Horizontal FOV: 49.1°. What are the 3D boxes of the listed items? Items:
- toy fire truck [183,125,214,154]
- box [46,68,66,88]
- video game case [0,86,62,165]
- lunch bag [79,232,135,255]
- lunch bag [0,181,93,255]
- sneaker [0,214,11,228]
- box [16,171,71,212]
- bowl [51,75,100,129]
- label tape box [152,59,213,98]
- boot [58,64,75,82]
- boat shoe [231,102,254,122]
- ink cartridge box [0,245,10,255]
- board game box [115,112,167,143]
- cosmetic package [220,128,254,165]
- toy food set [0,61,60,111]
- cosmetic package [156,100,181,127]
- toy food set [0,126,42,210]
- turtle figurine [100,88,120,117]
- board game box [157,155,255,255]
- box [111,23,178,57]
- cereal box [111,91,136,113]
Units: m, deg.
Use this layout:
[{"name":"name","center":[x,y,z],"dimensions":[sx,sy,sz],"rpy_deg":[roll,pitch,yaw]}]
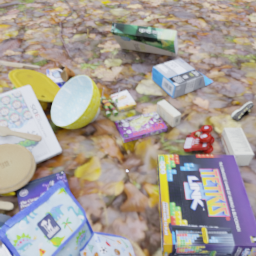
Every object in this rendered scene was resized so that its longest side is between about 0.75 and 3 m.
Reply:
[{"name":"toy fire truck","center":[2.325,0.377,9.217],"dimensions":[0.901,0.602,1.073],"rpy_deg":[-5,34,26]},{"name":"box","center":[-3.114,-2.156,12.139],"dimensions":[0.753,0.262,1.266],"rpy_deg":[-11,42,-13]},{"name":"video game case","center":[-3.799,0.210,8.526],"dimensions":[2.720,0.322,2.476],"rpy_deg":[-25,81,-23]},{"name":"lunch bag","center":[-0.272,2.974,6.060],"dimensions":[1.311,0.812,1.115],"rpy_deg":[23,22,-39]},{"name":"lunch bag","center":[-1.722,2.307,6.081],"dimensions":[1.201,1.884,1.602],"rpy_deg":[14,41,39]},{"name":"sneaker","center":[-3.961,2.654,6.598],"dimensions":[2.469,0.866,1.013],"rpy_deg":[-5,48,-6]},{"name":"box","center":[-2.278,1.859,7.673],"dimensions":[1.351,0.533,0.954],"rpy_deg":[-17,43,-17]},{"name":"bowl","center":[-1.634,-0.740,9.844],"dimensions":[1.984,1.068,1.984],"rpy_deg":[-20,55,30]},{"name":"label tape box","center":[2.331,-2.236,11.865],"dimensions":[2.182,0.721,1.563],"rpy_deg":[-23,50,-21]},{"name":"boot","center":[-2.601,-2.290,12.097],"dimensions":[0.375,0.760,0.979],"rpy_deg":[-41,60,19]},{"name":"boat shoe","center":[4.306,-0.580,10.379],"dimensions":[1.118,0.399,0.337],"rpy_deg":[-31,54,-20]},{"name":"ink cartridge box","center":[-2.774,2.992,6.570],"dimensions":[0.755,0.317,0.549],"rpy_deg":[-33,53,-25]},{"name":"board game box","center":[0.439,-0.055,9.933],"dimensions":[1.620,0.262,0.972],"rpy_deg":[-15,49,-16]},{"name":"cosmetic package","center":[3.473,0.585,9.017],"dimensions":[0.622,0.525,1.203],"rpy_deg":[1,43,-1]},{"name":"toy food set","center":[-3.817,-1.486,11.062],"dimensions":[1.750,0.971,2.974],"rpy_deg":[-6,39,-43]},{"name":"cosmetic package","center":[1.469,-0.530,10.225],"dimensions":[0.355,0.503,0.972],"rpy_deg":[-24,47,-23]},{"name":"toy food set","center":[-3.428,1.124,7.767],"dimensions":[1.679,0.488,2.432],"rpy_deg":[13,51,-1]},{"name":"turtle figurine","center":[-0.698,-0.943,10.425],"dimensions":[0.981,0.706,0.952],"rpy_deg":[-36,62,20]},{"name":"board game box","center":[1.932,1.928,7.365],"dimensions":[2.234,0.766,2.703],"rpy_deg":[-2,43,3]},{"name":"box","center":[0.836,-4.070,13.042],"dimensions":[2.898,2.092,0.527],"rpy_deg":[11,88,13]},{"name":"cereal box","center":[-0.183,-1.045,10.969],"dimensions":[0.700,0.192,0.973],"rpy_deg":[-20,47,-13]}]
